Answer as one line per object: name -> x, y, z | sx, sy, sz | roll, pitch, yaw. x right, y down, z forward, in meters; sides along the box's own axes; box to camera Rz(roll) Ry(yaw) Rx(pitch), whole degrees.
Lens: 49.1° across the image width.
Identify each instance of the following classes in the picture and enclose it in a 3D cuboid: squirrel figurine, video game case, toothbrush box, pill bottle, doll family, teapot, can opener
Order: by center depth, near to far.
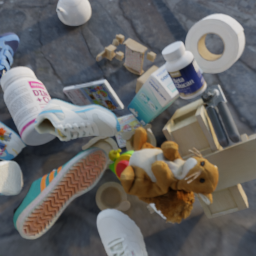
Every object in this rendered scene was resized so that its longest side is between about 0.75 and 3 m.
pill bottle -> 1.104, -1.154, 5.633 | 0.587, 1.057, 0.587 | -26, 28, 15
squirrel figurine -> 1.012, 1.163, 6.268 | 1.894, 2.029, 1.436 | 4, 42, 18
can opener -> 2.470, -0.318, 7.477 | 0.578, 0.725, 2.168 | -27, 41, 22
toothbrush box -> 1.004, -1.071, 8.143 | 1.462, 1.997, 0.852 | -39, 84, -29
doll family -> -3.870, 0.408, 8.318 | 0.569, 0.413, 0.917 | 22, 69, -8
video game case -> -1.142, -0.960, 9.147 | 1.688, 1.209, 0.152 | -5, 49, 31
pill bottle -> -3.208, -0.742, 9.178 | 1.353, 1.353, 2.387 | -27, 69, -15
video game case -> 0.110, 0.040, 9.546 | 1.198, 0.137, 1.090 | -16, 61, -9
teapot -> -2.362, -5.320, 12.102 | 1.566, 1.159, 1.587 | -15, 60, -9

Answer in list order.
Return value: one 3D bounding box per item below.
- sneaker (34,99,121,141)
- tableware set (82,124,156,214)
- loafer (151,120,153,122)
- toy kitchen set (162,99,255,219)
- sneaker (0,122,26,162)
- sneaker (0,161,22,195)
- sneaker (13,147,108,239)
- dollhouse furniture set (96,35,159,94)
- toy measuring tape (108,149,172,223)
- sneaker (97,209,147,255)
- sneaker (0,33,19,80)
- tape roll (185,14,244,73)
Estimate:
sneaker -> -1.377, -0.071, 7.608 | 2.472, 0.946, 0.998 | 8, 46, 24
tableware set -> -0.016, 1.244, 8.296 | 2.323, 0.323, 2.781 | -18, 77, 2
loafer -> 1.094, -1.037, 9.818 | 0.776, 0.860, 2.273 | 49, 66, -8
toy kitchen set -> 2.857, 0.522, 8.166 | 2.301, 2.544, 2.820 | -25, 97, 24
sneaker -> -4.440, 0.219, 9.028 | 2.280, 0.872, 0.921 | 30, 64, 18
sneaker -> -3.449, 1.275, 6.860 | 1.006, 2.455, 0.907 | -4, 79, 2
sneaker -> -1.894, 1.513, 7.616 | 2.972, 1.061, 1.188 | -43, 34, -23
dollhouse furniture set -> -0.073, -2.443, 10.335 | 2.337, 1.211, 1.035 | 35, 60, 18
toy measuring tape -> 0.440, 1.393, 7.666 | 2.586, 0.951, 0.951 | 40, 67, 22
sneaker -> -0.022, 3.084, 6.588 | 0.935, 0.985, 2.448 | -31, 85, 10
sneaker -> -4.868, -2.399, 10.533 | 1.130, 1.016, 2.747 | 26, 68, 9
tape roll -> 2.484, -2.408, 8.081 | 1.588, 1.588, 0.555 | 33, 45, 18
